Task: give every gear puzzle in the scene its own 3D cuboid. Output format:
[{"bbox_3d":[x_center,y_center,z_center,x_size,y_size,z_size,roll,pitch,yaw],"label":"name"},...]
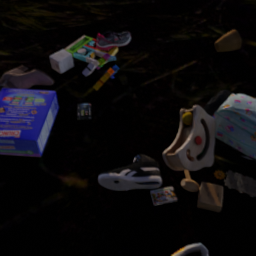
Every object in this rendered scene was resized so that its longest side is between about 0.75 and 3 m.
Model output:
[{"bbox_3d":[3.657,1.864,9.551,1.504,0.197,0.779,19,47,17],"label":"gear puzzle"}]

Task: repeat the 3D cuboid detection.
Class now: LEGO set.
[{"bbox_3d":[-1.285,-2.470,12.881,1.083,1.165,2.840,43,23,-7],"label":"LEGO set"}]

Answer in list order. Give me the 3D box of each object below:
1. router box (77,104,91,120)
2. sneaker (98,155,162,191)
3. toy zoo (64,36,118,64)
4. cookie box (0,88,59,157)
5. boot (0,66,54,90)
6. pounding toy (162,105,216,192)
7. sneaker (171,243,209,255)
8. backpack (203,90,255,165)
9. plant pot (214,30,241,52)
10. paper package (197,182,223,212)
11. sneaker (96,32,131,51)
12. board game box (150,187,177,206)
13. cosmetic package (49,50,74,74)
[{"bbox_3d":[-1.852,-0.682,11.802,0.575,0.238,0.767,-3,48,-7],"label":"router box"},{"bbox_3d":[0.042,1.469,9.595,2.108,0.770,1.179,4,44,-7],"label":"sneaker"},{"bbox_3d":[-1.792,-4.055,14.864,2.693,0.276,1.767,24,52,20],"label":"toy zoo"},{"bbox_3d":[-4.197,-0.265,10.901,2.314,1.017,2.706,4,47,3],"label":"cookie box"},{"bbox_3d":[-4.736,-1.983,12.756,2.244,0.788,1.641,22,58,19],"label":"boot"},{"bbox_3d":[1.798,0.691,9.358,1.544,1.549,2.700,15,75,-29],"label":"pounding toy"},{"bbox_3d":[0.900,3.902,6.960,2.787,1.256,1.044,-34,56,-27],"label":"sneaker"},{"bbox_3d":[4.197,-0.074,10.158,2.938,1.860,2.452,34,50,21],"label":"backpack"},{"bbox_3d":[5.224,-4.487,14.885,1.122,1.045,1.045,-22,50,0],"label":"plant pot"},{"bbox_3d":[2.659,2.239,9.059,0.740,0.402,0.777,11,48,10],"label":"paper package"},{"bbox_3d":[-0.718,-4.709,14.752,2.137,0.798,0.861,-29,49,-32],"label":"sneaker"},{"bbox_3d":[1.168,2.246,9.228,0.777,0.135,0.491,-9,48,-8],"label":"board game box"},{"bbox_3d":[-3.278,-3.281,13.853,0.723,0.728,0.869,33,55,27],"label":"cosmetic package"}]
